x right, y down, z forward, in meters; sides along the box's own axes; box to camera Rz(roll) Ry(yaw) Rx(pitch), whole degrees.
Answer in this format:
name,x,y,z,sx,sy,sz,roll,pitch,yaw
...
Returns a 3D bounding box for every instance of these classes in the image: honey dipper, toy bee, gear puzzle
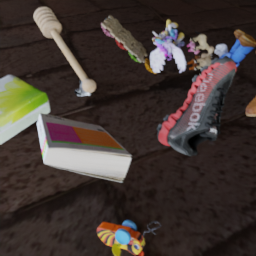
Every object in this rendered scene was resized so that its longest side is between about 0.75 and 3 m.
name,x,y,z,sx,sy,sz,roll,pitch,yaw
honey dipper,-1.650,-2.028,7.270,0.564,0.564,2.970,-22,64,-23
toy bee,0.012,2.974,7.273,1.716,0.933,1.123,-4,11,46
gear puzzle,0.103,-3.220,11.276,2.938,0.385,1.522,41,33,-16

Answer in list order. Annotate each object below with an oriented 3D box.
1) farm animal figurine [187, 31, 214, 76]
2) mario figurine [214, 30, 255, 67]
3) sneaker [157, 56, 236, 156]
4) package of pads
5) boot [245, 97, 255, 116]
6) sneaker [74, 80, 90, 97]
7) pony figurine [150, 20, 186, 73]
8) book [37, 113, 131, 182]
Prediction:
name,x,y,z,sx,sy,sz,roll,pitch,yaw
farm animal figurine,2.508,-2.262,9.169,0.723,1.386,1.370,-19,65,-4
mario figurine,3.186,-2.153,9.692,1.310,2.472,1.526,41,33,20
sneaker,1.870,-0.420,6.743,0.934,2.643,1.291,21,19,-50
package of pads,-4.194,-0.530,8.945,2.094,0.924,2.710,29,52,31
boot,3.960,-1.429,7.899,2.102,1.632,0.806,-33,23,-4
sneaker,-2.227,-1.834,12.968,0.657,0.427,1.137,-19,46,-17
pony figurine,1.531,-3.085,10.688,1.516,1.757,1.820,1,36,36
book,-1.221,0.303,6.769,1.766,0.635,2.643,14,12,-23
